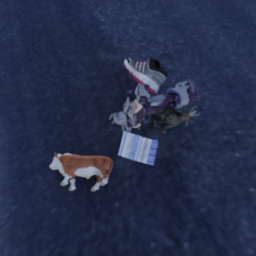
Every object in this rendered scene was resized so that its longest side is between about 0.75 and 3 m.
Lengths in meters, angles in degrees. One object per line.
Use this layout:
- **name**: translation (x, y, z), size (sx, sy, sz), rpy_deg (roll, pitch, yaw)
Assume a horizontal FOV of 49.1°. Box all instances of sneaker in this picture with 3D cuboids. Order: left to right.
- **sneaker**: translation (0.705, -2.206, 10.667), size (1.049, 0.885, 2.399), rpy_deg (-43, 41, 3)

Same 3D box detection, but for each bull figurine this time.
- **bull figurine**: translation (-1.423, 1.241, 8.278), size (1.928, 0.628, 1.171), rpy_deg (-2, 52, 0)

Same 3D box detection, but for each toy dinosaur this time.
- **toy dinosaur**: translation (1.328, -0.426, 9.723), size (1.068, 0.803, 2.087), rpy_deg (-26, 34, -35)

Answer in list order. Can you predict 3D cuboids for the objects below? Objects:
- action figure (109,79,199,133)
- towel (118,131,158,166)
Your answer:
- **action figure**: translation (0.750, -0.724, 9.129), size (2.966, 1.930, 1.029), rpy_deg (-20, 73, -16)
- **towel**: translation (0.324, 0.635, 8.845), size (1.190, 0.142, 0.874), rpy_deg (17, 63, -4)
